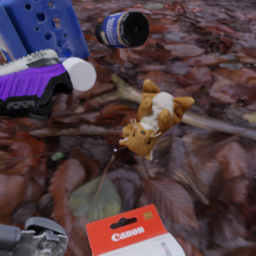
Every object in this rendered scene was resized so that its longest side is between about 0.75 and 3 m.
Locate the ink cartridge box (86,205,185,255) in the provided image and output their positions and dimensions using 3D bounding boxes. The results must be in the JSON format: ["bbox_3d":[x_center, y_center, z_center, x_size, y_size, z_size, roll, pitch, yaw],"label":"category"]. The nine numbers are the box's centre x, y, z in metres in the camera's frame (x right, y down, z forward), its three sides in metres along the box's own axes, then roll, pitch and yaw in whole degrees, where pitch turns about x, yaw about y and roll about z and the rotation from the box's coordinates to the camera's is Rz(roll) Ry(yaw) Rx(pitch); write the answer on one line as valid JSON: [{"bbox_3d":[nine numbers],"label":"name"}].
[{"bbox_3d":[0.170,2.803,6.241,1.923,0.675,2.366,-13,47,-14],"label":"ink cartridge box"}]

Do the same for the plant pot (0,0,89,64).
[{"bbox_3d":[-2.878,-2.936,8.430,2.140,2.380,2.381,-34,34,-20],"label":"plant pot"}]

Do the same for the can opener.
[{"bbox_3d":[-2.032,1.765,4.591,2.177,0.581,0.728,23,11,-28],"label":"can opener"}]

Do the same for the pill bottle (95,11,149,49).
[{"bbox_3d":[-0.239,-2.740,7.959,0.949,0.949,1.696,-26,25,-27],"label":"pill bottle"}]

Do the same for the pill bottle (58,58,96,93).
[{"bbox_3d":[-1.534,-1.420,7.541,0.911,0.911,1.574,-25,23,-26],"label":"pill bottle"}]

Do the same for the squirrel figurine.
[{"bbox_3d":[0.480,0.025,6.330,1.174,1.660,1.549,28,62,1],"label":"squirrel figurine"}]

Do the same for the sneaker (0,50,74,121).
[{"bbox_3d":[-2.222,-0.601,5.778,2.611,0.908,1.299,-36,89,-30],"label":"sneaker"}]
